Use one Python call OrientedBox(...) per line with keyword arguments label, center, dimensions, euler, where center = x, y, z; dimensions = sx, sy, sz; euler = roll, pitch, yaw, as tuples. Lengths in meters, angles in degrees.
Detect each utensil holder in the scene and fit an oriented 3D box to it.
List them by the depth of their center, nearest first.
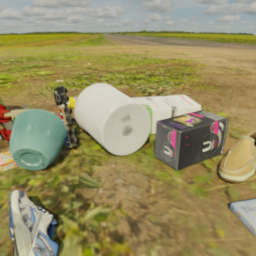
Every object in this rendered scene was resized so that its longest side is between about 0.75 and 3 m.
OrientedBox(label="utensil holder", center=(-0.629, -0.361, 10.882), dimensions=(2.190, 2.190, 2.577), euler=(-12, 28, -27))

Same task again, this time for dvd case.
OrientedBox(label="dvd case", center=(3.832, 2.409, 6.507), dimensions=(1.788, 0.220, 2.506), euler=(-6, 22, -13))

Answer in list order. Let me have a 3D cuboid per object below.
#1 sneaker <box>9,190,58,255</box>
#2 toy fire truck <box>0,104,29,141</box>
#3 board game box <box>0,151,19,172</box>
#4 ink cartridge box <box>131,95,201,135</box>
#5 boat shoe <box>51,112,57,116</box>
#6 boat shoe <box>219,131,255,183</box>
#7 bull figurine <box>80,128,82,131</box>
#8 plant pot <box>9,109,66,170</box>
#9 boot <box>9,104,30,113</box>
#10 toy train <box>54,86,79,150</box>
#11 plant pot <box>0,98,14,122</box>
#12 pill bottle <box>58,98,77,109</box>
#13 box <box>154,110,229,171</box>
OrientedBox(label="sneaker", center=(-2.174, 2.230, 6.389), dimensions=(0.960, 0.868, 2.254), euler=(0, 27, -29))
OrientedBox(label="toy fire truck", center=(-4.558, -0.243, 10.985), dimensions=(1.596, 1.404, 1.027), euler=(8, 38, 39))
OrientedBox(label="board game box", center=(-4.384, 1.191, 9.449), dimensions=(1.158, 0.268, 0.877), euler=(-17, 28, -36))
OrientedBox(label="ink cartridge box", center=(1.574, -0.640, 12.741), dimensions=(2.817, 1.188, 2.057), euler=(-4, 22, -9))
OrientedBox(label="boat shoe", center=(-3.443, -0.101, 11.498), dimensions=(0.820, 0.886, 2.400), euler=(-17, 12, 25))
OrientedBox(label="boat shoe", center=(3.819, 0.790, 9.322), dimensions=(1.038, 1.103, 2.897), euler=(14, 26, 32))
OrientedBox(label="bull figurine", center=(-1.729, -0.459, 12.905), dimensions=(1.827, 0.595, 1.109), euler=(-12, 56, -44))
OrientedBox(label="plant pot", center=(-3.062, 0.520, 9.290), dimensions=(1.796, 1.796, 1.442), euler=(0, 45, 1))
OrientedBox(label="boot", center=(-5.666, -0.833, 14.383), dimensions=(1.214, 0.440, 1.104), euler=(-18, 25, -22))
OrientedBox(label="toy train", center=(-2.429, -0.381, 10.807), dimensions=(0.589, 2.572, 0.439), euler=(-16, -9, 8))
OrientedBox(label="plant pot", center=(-6.667, -1.195, 12.091), dimensions=(2.739, 2.518, 2.739), euler=(-4, 26, 2))
OrientedBox(label="pill bottle", center=(-3.219, -1.347, 15.273), dimensions=(1.108, 0.617, 0.617), euler=(0, 22, 0))
OrientedBox(label="box", center=(2.238, 0.354, 9.935), dimensions=(2.368, 1.447, 1.256), euler=(-14, 26, -31))
